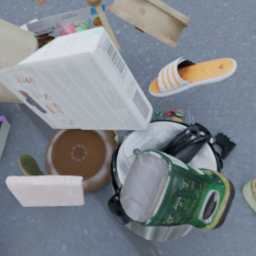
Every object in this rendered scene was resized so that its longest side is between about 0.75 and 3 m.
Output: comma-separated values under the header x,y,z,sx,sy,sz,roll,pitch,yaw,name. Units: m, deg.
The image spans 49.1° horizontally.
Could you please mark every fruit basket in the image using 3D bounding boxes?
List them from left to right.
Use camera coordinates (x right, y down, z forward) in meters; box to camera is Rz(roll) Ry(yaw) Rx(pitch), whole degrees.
x,y,z,sx,sy,sz,roll,pitch,yaw,name
-1.763,-2.663,9.112,2.448,2.643,1.239,-21,74,-13,fruit basket

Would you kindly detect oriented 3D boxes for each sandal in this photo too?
x,y,z,sx,sy,sz,roll,pitch,yaw,name
1.464,-1.450,7.012,2.283,0.654,0.875,-12,47,31,sandal

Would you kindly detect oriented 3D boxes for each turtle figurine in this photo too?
x,y,z,sx,sy,sz,roll,pitch,yaw,name
1.410,-0.025,8.526,1.299,0.874,1.736,11,74,23,turtle figurine

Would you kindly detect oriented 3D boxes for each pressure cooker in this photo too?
x,y,z,sx,sy,sz,roll,pitch,yaw,name
0.844,1.183,6.620,2.535,2.838,2.496,4,59,3,pressure cooker

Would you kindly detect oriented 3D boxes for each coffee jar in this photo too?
x,y,z,sx,sy,sz,roll,pitch,yaw,name
0.835,0.995,4.226,0.802,1.880,0.980,23,90,50,coffee jar

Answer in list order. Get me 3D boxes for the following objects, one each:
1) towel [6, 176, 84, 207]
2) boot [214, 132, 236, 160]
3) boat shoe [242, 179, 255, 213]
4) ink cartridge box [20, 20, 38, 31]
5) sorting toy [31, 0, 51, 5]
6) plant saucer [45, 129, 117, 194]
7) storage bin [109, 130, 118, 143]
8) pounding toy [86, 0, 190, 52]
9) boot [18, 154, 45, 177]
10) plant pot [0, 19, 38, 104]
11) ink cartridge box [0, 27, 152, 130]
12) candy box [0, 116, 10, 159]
x,y,z,sx,sy,sz,roll,pitch,yaw,name
-1.499,1.220,5.364,1.305,1.247,0.210,0,57,-5,towel
2.846,0.533,8.508,0.658,0.297,0.803,39,59,19,boot
3.824,2.243,7.226,0.773,0.693,2.088,-29,63,-17,boat shoe
-3.557,-3.605,10.916,0.850,0.493,1.152,-37,63,-20,ink cartridge box
-2.105,-2.987,5.959,0.167,0.839,1.135,-53,33,-6,sorting toy
-1.337,0.738,7.810,2.126,0.389,2.126,-1,74,3,plant saucer
-1.214,0.534,8.283,1.439,0.679,1.449,18,60,12,storage bin
0.145,-2.738,7.380,2.745,1.575,1.570,24,19,-16,pounding toy
-2.249,1.145,6.219,0.893,1.020,0.337,54,44,3,boot
-3.611,-1.710,6.703,2.506,2.737,2.737,9,55,-26,plant pot
-1.171,-0.807,5.991,2.803,2.255,0.702,2,57,33,ink cartridge box
-4.637,0.345,8.438,1.684,0.602,1.413,2,58,1,candy box
